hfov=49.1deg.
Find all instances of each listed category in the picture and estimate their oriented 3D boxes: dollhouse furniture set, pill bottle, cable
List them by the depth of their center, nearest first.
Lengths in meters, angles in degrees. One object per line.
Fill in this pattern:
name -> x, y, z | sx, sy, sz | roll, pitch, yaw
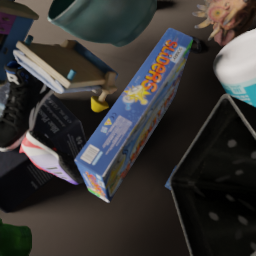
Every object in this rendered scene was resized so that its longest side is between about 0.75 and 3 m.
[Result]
dollhouse furniture set -> -1.990, -0.894, 5.234 | 2.822, 1.841, 2.664 | 38, 22, 8
pill bottle -> 2.789, -0.638, 5.519 | 1.323, 2.387, 1.323 | -33, 25, 18
cable -> 2.265, -2.985, 10.025 | 0.653, 0.203, 0.800 | -2, 59, 5

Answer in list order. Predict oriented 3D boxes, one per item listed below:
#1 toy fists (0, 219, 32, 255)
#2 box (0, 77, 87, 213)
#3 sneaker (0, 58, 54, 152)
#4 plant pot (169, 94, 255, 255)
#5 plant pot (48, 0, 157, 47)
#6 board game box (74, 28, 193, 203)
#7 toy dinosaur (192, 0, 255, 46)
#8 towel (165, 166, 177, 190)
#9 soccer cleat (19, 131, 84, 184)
toy fists -> -2.307, 1.714, 4.106 | 1.890, 0.963, 0.650 | -24, 59, 33
box -> -2.861, 0.188, 7.151 | 2.625, 1.541, 2.582 | -38, 64, -20
sneaker -> -2.378, -0.667, 5.895 | 0.795, 1.217, 2.176 | 18, 68, 18
plant pot -> 1.750, 0.882, 3.561 | 1.557, 1.751, 1.755 | 11, 37, -16
plant pot -> -0.441, -3.153, 6.873 | 2.676, 1.793, 2.676 | -31, 42, 32
board game box -> 0.169, -0.147, 5.192 | 0.497, 1.951, 2.883 | 29, 68, 12
toy dinosaur -> 2.402, -2.575, 6.563 | 1.257, 2.929, 1.985 | 18, 76, 27
towel -> 1.608, 1.471, 7.050 | 1.228, 0.298, 0.686 | 25, 60, 16
soccer cleat -> -1.556, 0.703, 5.726 | 1.540, 0.525, 0.564 | 38, 103, 10
